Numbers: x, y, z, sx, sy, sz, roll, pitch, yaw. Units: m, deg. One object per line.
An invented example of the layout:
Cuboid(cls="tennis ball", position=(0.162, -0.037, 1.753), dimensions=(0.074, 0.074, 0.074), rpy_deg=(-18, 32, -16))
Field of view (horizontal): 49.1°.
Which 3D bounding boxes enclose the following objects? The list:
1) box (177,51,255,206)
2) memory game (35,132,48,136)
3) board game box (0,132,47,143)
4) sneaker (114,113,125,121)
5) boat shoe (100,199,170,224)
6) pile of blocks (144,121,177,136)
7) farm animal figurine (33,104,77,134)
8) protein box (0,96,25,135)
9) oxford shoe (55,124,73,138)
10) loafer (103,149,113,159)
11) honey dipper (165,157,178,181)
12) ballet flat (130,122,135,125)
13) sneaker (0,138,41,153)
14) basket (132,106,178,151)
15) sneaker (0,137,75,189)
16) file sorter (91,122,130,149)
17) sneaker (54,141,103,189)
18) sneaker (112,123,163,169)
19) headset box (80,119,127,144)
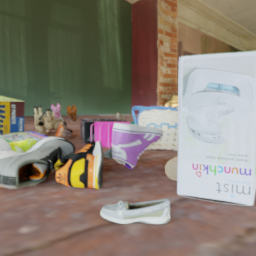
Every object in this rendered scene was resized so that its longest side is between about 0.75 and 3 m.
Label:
Cuboid(cls="box", position=(1.972, -0.073, 5.750), dimensions=(1.347, 2.458, 2.786), rpy_deg=(2, 4, 26))
Cuboid(cls="memory game", position=(-5.182, 0.351, 15.104), dimensions=(1.699, 0.108, 1.699), rpy_deg=(0, 5, 0))
Cuboid(cls="board game box", position=(-3.257, 0.538, 9.609), dimensions=(2.140, 0.312, 1.440), rpy_deg=(13, 13, 33))
Cuboid(cls="sneaker", position=(-0.334, -0.235, 15.545), dimensions=(0.787, 0.844, 2.235), rpy_deg=(-2, -9, 4))
Cuboid(cls="boat shoe", position=(0.098, 1.150, 3.953), dimensions=(0.982, 0.315, 0.362), rpy_deg=(1, 5, 10))
Cuboid(cls="pile of blocks", position=(1.759, 0.160, 14.907), dimensions=(2.432, 0.998, 0.756), rpy_deg=(15, -31, 36))
Cuboid(cls="farm animal figurine", position=(-4.295, -0.303, 15.617), dimensions=(2.879, 1.518, 2.911), rpy_deg=(-14, -5, 41))
Cuboid(cls="protein box", position=(-5.812, -0.266, 10.638), dimensions=(2.665, 1.811, 2.684), rpy_deg=(13, 12, 43))
Cuboid(cls="oxford shoe", position=(-3.209, 0.245, 14.089), dimensions=(0.718, 0.702, 1.969), rpy_deg=(21, 1, -16))
Cuboid(cls="loafer", position=(-0.237, 0.721, 8.784), dimensions=(1.203, 0.432, 0.378), rpy_deg=(-6, 1, -38))
Cuboid(cls="honey dipper", position=(1.427, 0.861, 7.044), dimensions=(0.473, 0.473, 2.491), rpy_deg=(2, 2, 21))
Cuboid(cls="ballet flat", position=(0.464, 0.068, 14.912), dimensions=(0.692, 0.694, 2.071), rpy_deg=(-21, 8, -6))
Cuboid(cls="sneaker", position=(-3.055, 0.756, 6.710), dimensions=(1.219, 0.879, 2.320), rpy_deg=(-12, -7, 26))
Cuboid(cls="basket", position=(1.125, -0.147, 10.441), dimensions=(1.923, 1.517, 2.181), rpy_deg=(3, 37, -4))
Cuboid(cls="sneaker", position=(-1.887, 0.792, 6.037), dimensions=(0.920, 0.858, 2.321), rpy_deg=(13, 16, 26))
Cuboid(cls="file sorter", position=(-0.654, 0.312, 10.480), dimensions=(1.389, 0.965, 0.871), rpy_deg=(1, 8, 7))
Cuboid(cls="sneaker", position=(-1.081, 0.738, 6.157), dimensions=(0.996, 0.774, 2.213), rpy_deg=(2, 6, -9))
Cuboid(cls="sneaker", position=(0.219, 0.478, 7.360), dimensions=(0.718, 1.129, 1.980), rpy_deg=(7, 2, 39))
Cuboid(cls="headset box", position=(-1.213, 0.090, 12.932), dimensions=(1.910, 0.964, 2.570), rpy_deg=(0, 4, -13))
